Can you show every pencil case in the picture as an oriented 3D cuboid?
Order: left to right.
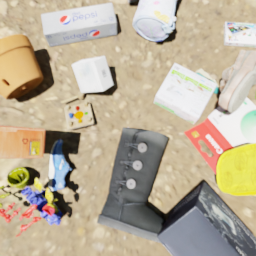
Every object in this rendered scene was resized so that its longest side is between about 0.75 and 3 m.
[{"bbox_3d":[1.087,-4.225,8.858,1.308,1.199,2.884,0,68,43],"label":"pencil case"}]

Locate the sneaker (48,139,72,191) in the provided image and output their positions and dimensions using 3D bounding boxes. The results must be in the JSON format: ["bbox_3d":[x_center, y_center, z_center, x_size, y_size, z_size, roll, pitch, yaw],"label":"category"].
[{"bbox_3d":[-1.901,1.038,7.904,0.643,0.566,1.441,2,79,-13],"label":"sneaker"}]

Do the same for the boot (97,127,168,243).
[{"bbox_3d":[0.597,1.479,7.522,2.275,0.906,2.760,14,72,9],"label":"boot"}]

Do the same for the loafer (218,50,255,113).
[{"bbox_3d":[3.116,-1.423,7.969,0.933,1.067,2.969,27,48,26],"label":"loafer"}]

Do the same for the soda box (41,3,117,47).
[{"bbox_3d":[-1.523,-3.269,8.915,2.268,0.719,0.774,-11,75,-3],"label":"soda box"}]

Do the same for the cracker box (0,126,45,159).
[{"bbox_3d":[-3.296,0.299,6.725,1.688,2.520,0.727,5,88,-38],"label":"cracker box"}]

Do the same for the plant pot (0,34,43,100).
[{"bbox_3d":[-3.308,-1.644,8.055,1.779,1.779,1.245,-35,93,-9],"label":"plant pot"}]

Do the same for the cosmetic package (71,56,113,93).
[{"bbox_3d":[-1.034,-1.526,8.106,0.885,0.882,0.544,1,29,37],"label":"cosmetic package"}]

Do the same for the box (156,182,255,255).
[{"bbox_3d":[1.950,2.590,6.487,1.193,2.032,1.998,-45,79,18],"label":"box"}]

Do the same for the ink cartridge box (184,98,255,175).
[{"bbox_3d":[2.861,0.110,7.845,2.052,0.514,1.651,-26,55,-7],"label":"ink cartridge box"}]

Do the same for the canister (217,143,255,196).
[{"bbox_3d":[3.796,1.196,6.805,2.541,1.887,1.100,12,71,-16],"label":"canister"}]

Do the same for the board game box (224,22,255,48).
[{"bbox_3d":[3.742,-3.031,9.116,1.201,0.208,0.758,5,75,1],"label":"board game box"}]

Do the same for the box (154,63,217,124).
[{"bbox_3d":[1.672,-1.004,8.316,1.402,0.678,1.237,28,78,7],"label":"box"}]

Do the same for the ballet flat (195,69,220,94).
[{"bbox_3d":[2.490,-1.462,8.639,0.956,0.332,0.332,44,79,4],"label":"ballet flat"}]

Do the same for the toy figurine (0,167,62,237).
[{"bbox_3d":[-2.438,2.099,7.336,2.271,1.360,1.198,22,63,44],"label":"toy figurine"}]

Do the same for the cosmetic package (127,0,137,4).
[{"bbox_3d":[0.136,-4.400,8.996,0.355,0.787,0.420,-21,91,-6],"label":"cosmetic package"}]

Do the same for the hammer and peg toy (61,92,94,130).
[{"bbox_3d":[-1.506,-0.489,8.317,0.810,0.388,1.102,-14,62,-4],"label":"hammer and peg toy"}]
